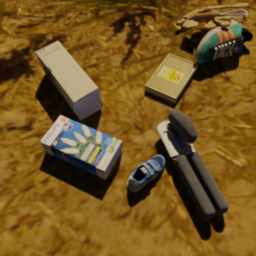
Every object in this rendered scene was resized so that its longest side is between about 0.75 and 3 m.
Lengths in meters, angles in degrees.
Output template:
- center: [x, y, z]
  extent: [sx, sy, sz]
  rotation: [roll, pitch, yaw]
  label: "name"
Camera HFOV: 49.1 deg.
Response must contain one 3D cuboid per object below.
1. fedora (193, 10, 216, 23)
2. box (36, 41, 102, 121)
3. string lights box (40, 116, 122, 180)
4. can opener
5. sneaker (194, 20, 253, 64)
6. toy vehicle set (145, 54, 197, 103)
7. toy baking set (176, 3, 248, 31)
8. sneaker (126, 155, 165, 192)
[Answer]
- center: [2.907, -4.227, 10.616]
  extent: [0.874, 0.357, 0.874]
  rotation: [-10, 28, 5]
  label: "fedora"
- center: [-1.893, -1.536, 8.955]
  extent: [0.879, 1.057, 2.572]
  rotation: [-32, 61, -15]
  label: "box"
- center: [-1.288, 0.528, 7.877]
  extent: [2.020, 0.595, 1.038]
  rotation: [22, 59, 14]
  label: "string lights box"
- center: [1.669, 0.840, 7.400]
  extent: [0.800, 1.002, 2.998]
  rotation: [-14, 57, -17]
  label: "can opener"
- center: [3.462, -2.986, 9.991]
  extent: [2.632, 0.939, 1.051]
  rotation: [-38, 60, -23]
  label: "sneaker"
- center: [1.488, -1.737, 9.572]
  extent: [1.118, 0.239, 1.800]
  rotation: [27, 61, 17]
  label: "toy vehicle set"
- center: [3.284, -4.253, 10.838]
  extent: [2.790, 0.325, 2.141]
  rotation: [-38, 46, -28]
  label: "toy baking set"
- center: [0.522, 1.161, 7.504]
  extent: [0.490, 0.545, 1.326]
  rotation: [38, 63, 25]
  label: "sneaker"
